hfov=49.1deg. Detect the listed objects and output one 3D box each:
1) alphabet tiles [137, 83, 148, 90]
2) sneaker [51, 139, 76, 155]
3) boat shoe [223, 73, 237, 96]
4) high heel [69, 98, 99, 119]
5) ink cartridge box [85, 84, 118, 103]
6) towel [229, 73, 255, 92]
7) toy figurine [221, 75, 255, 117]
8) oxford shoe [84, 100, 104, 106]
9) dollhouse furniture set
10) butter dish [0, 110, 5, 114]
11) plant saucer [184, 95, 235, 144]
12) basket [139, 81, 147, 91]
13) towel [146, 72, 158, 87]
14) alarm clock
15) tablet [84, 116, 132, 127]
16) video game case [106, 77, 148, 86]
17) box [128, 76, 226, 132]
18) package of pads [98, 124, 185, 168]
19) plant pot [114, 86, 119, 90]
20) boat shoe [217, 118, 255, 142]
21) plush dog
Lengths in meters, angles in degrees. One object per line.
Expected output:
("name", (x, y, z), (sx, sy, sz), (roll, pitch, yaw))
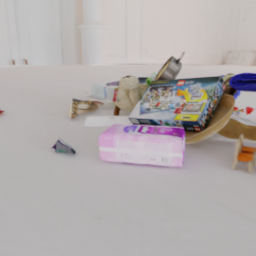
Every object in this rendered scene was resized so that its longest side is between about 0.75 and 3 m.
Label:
("alphabet tiles", (0.586, -1.899, 12.820), (0.804, 0.031, 0.966), (2, 25, -19))
("sneaker", (-1.882, 0.653, 8.176), (0.914, 0.340, 0.400), (25, 67, 45))
("boat shoe", (3.592, -1.086, 11.201), (0.829, 2.246, 0.831), (13, 37, -25))
("high heel", (-1.920, -0.788, 12.402), (1.290, 0.646, 1.810), (13, 27, -11))
("ink cartridge box", (-1.270, -1.699, 13.847), (1.478, 0.612, 1.077), (12, -1, -25))
("towel", (4.015, -1.392, 8.547), (1.617, 0.543, 2.190), (8, 7, 23))
("toy figurine", (4.020, -1.463, 12.202), (1.468, 1.667, 2.783), (-17, 15, -42))
("oxford shoe", (-1.715, -1.147, 13.921), (1.024, 0.378, 0.363), (5, 12, 0))
("dollhouse furniture set", (3.951, 0.496, 7.185), (2.091, 1.077, 2.068), (10, 19, 29))
("butter dish", (-6.277, -0.929, 12.382), (1.175, 0.871, 1.179), (2, 16, 4))
("plant saucer", (2.352, -0.201, 9.106), (2.505, 0.444, 2.505), (-32, 16, 10))
("basket", (0.815, -1.774, 14.525), (1.589, 1.254, 1.802), (-3, 12, 0))
("towel", (1.706, -1.672, 13.532), (0.444, 2.160, 2.895), (-39, 5, 22))
("alarm clock", (1.748, -2.362, 11.524), (0.682, 2.047, 1.381), (32, 49, -6))
("tablet", (-0.688, -0.291, 11.528), (2.120, 0.145, 1.380), (0, 16, -2))
("video game case", (0.079, -2.467, 14.974), (2.055, 0.195, 1.468), (-3, 7, 34))
("box", (1.659, -0.866, 9.914), (2.986, 0.563, 2.039), (5, 52, 45))
("package of pads", (0.416, 0.438, 7.767), (2.282, 0.863, 1.375), (4, 17, 11))
("plant pot", (-0.570, -1.754, 15.130), (1.113, 1.113, 1.023), (-16, 11, -42))
("boat shoe", (3.755, 0.002, 9.403), (1.968, 0.697, 0.682), (15, 24, 10))
("plush dog", (0.420, -1.154, 12.351), (1.846, 1.725, 2.150), (13, -11, 0))
